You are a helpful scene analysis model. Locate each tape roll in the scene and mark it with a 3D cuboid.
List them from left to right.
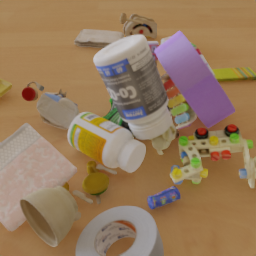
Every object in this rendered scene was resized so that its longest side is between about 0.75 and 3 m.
[{"bbox_3d":[-0.162,2.278,5.387,1.611,0.532,1.611,-15,28,8],"label":"tape roll"},{"bbox_3d":[1.902,-1.367,8.033,0.901,2.745,2.745,-34,38,17],"label":"tape roll"}]

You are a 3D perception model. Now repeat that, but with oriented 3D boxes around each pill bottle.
[{"bbox_3d":[-0.569,0.404,7.591,2.008,1.115,1.115,25,47,29],"label":"pill bottle"},{"bbox_3d":[0.210,-0.946,6.973,1.330,2.338,1.330,-20,28,11],"label":"pill bottle"}]

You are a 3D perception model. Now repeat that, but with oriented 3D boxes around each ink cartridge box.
[{"bbox_3d":[2.262,-3.661,12.788,0.990,0.570,1.356,-20,45,-22],"label":"ink cartridge box"},{"bbox_3d":[2.558,-2.206,10.435,1.173,0.855,0.486,61,21,8],"label":"ink cartridge box"}]

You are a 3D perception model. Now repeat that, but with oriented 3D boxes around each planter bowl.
[{"bbox_3d":[-1.522,1.671,5.672,1.145,1.145,0.771,27,45,28],"label":"planter bowl"}]

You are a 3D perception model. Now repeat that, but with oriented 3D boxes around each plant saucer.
[{"bbox_3d":[-4.716,-1.370,10.164,0.862,0.209,0.862,24,59,33],"label":"plant saucer"}]

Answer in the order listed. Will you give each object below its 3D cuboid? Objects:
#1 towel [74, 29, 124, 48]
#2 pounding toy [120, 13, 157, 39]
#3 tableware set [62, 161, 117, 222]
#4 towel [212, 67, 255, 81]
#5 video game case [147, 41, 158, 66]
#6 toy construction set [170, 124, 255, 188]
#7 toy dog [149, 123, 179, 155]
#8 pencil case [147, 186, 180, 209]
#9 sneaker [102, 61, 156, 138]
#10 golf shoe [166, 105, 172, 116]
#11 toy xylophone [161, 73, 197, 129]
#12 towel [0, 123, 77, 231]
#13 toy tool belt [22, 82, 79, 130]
[{"bbox_3d":[-1.399,-4.424,13.820,2.264,0.390,1.500,5,42,6],"label":"towel"},{"bbox_3d":[0.492,-4.793,13.786,2.096,1.199,1.202,7,37,-21],"label":"pounding toy"},{"bbox_3d":[-1.366,1.619,6.869,1.451,0.330,2.153,17,45,31],"label":"tableware set"},{"bbox_3d":[4.021,-2.153,11.371,2.199,0.199,0.946,-4,36,-3],"label":"towel"},{"bbox_3d":[0.264,-1.990,9.737,1.445,2.021,0.176,-4,40,-5],"label":"video game case"},{"bbox_3d":[2.271,0.768,7.117,2.455,1.131,1.610,5,45,1],"label":"toy construction set"},{"bbox_3d":[1.106,0.192,8.146,0.728,1.012,1.043,-11,8,31],"label":"toy dog"},{"bbox_3d":[0.853,1.641,6.624,0.813,0.353,0.317,-16,27,-21],"label":"pencil case"},{"bbox_3d":[0.086,-1.044,8.791,1.232,1.128,2.891,20,67,24],"label":"sneaker"},{"bbox_3d":[0.996,-0.823,9.281,1.173,0.554,0.456,33,89,16],"label":"golf shoe"},{"bbox_3d":[1.633,-0.934,8.506,0.459,1.338,1.828,-15,77,-27],"label":"toy xylophone"},{"bbox_3d":[-2.545,1.059,6.654,1.882,0.318,1.971,41,68,15],"label":"towel"},{"bbox_3d":[-2.332,-0.703,8.851,1.818,1.135,1.117,30,10,2],"label":"toy tool belt"}]
